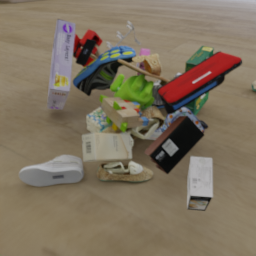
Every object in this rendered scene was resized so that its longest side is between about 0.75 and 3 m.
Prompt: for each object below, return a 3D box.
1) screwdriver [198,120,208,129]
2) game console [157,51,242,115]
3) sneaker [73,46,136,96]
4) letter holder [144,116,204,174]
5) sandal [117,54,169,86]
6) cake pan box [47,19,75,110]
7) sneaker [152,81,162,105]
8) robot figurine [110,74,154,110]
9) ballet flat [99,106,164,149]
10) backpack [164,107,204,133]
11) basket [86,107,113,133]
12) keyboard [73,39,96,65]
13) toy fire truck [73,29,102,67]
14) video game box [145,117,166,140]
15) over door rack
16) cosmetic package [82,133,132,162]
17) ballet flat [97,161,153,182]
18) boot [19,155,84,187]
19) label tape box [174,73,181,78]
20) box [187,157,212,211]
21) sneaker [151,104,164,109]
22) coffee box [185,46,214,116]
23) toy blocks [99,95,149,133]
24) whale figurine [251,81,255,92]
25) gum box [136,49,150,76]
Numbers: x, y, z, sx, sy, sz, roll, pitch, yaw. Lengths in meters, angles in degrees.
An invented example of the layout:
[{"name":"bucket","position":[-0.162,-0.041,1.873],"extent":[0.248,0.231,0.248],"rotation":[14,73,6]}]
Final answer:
[{"name":"screwdriver","position":[2.736,-0.338,11.335],"extent":[0.213,0.222,1.529],"rotation":[17,16,-28]},{"name":"game console","position":[2.092,-1.081,8.096],"extent":[2.166,1.286,1.867],"rotation":[-32,25,3]},{"name":"sneaker","position":[-0.854,-2.233,11.168],"extent":[2.968,1.230,1.052],"rotation":[-27,31,28]},{"name":"letter holder","position":[1.162,0.415,7.673],"extent":[1.444,0.726,1.026],"rotation":[-45,11,-6]},{"name":"sandal","position":[0.879,-2.066,9.480],"extent":[2.524,0.830,0.925],"rotation":[23,9,-24]},{"name":"cake pan box","position":[-2.642,-2.245,10.823],"extent":[0.746,2.628,2.853],"rotation":[8,-13,-17]},{"name":"sneaker","position":[1.243,-1.489,11.375],"extent":[0.944,0.860,2.302],"rotation":[29,23,33]},{"name":"robot figurine","position":[0.150,-1.158,10.094],"extent":[1.625,1.852,1.071],"rotation":[33,56,-13]},{"name":"ballet flat","position":[0.101,0.146,9.556],"extent":[2.870,1.012,0.937],"rotation":[-32,52,-21]},{"name":"backpack","position":[1.815,-0.072,9.440],"extent":[1.259,0.970,1.200],"rotation":[-32,74,-11]},{"name":"basket","position":[-0.682,-0.212,10.189],"extent":[1.445,1.005,1.274],"rotation":[-19,40,-38]},{"name":"keyboard","position":[-1.710,-2.907,10.645],"extent":[0.699,0.113,1.099],"rotation":[21,77,12]},{"name":"toy fire truck","position":[-1.778,-3.407,12.586],"extent":[2.025,2.871,0.700],"rotation":[27,81,24]},{"name":"video game box","position":[1.341,0.023,10.542],"extent":[1.193,0.307,1.310],"rotation":[7,33,13]},{"name":"over door rack","position":[-0.221,-3.629,11.861],"extent":[1.284,1.738,0.579],"rotation":[-44,75,3]},{"name":"cosmetic package","position":[-0.594,0.574,8.230],"extent":[0.554,0.785,1.517],"rotation":[-12,-10,41]},{"name":"ballet flat","position":[-0.092,1.287,8.392],"extent":[1.702,0.556,0.600],"rotation":[-2,33,-4]},{"name":"boot","position":[-2.275,1.250,8.486],"extent":[1.826,0.672,0.873],"rotation":[3,25,-11]},{"name":"label tape box","position":[2.895,-2.618,14.718],"extent":[0.807,0.255,0.582],"rotation":[16,36,23]},{"name":"box","position":[1.569,1.287,6.250],"extent":[0.442,1.472,0.858],"rotation":[2,63,10]},{"name":"sneaker","position":[1.603,-1.242,12.244],"extent":[1.493,0.619,0.529],"rotation":[-12,33,-20]},{"name":"coffee box","position":[2.746,-1.786,11.042],"extent":[0.544,2.473,1.521],"rotation":[22,50,28]},{"name":"toy blocks","position":[-0.058,-0.526,9.135],"extent":[1.165,0.852,1.704],"rotation":[-7,35,-34]},{"name":"whale figurine","position":[6.307,-1.856,13.478],"extent":[0.709,0.463,0.891],"rotation":[-8,57,-18]},{"name":"gum box","position":[0.669,-2.942,12.904],"extent":[0.417,1.260,0.715],"rotation":[5,63,-7]}]
